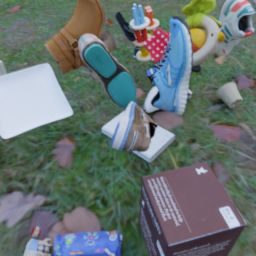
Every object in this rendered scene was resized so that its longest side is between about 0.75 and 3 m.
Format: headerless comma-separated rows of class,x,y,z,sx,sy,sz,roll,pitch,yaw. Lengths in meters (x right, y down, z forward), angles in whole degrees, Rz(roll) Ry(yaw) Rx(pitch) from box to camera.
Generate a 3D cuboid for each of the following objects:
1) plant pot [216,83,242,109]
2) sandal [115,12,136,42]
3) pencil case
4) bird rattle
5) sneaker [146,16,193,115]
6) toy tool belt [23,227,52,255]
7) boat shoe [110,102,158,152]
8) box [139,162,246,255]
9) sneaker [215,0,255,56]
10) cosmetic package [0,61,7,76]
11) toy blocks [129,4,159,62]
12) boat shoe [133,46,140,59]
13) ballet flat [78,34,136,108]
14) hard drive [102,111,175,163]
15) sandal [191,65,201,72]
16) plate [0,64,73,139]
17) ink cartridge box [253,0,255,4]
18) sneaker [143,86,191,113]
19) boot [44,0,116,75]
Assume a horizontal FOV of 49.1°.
plant pot,4.173,-1.250,11.368,0.872,0.872,0.798,-13,56,-13
sandal,-0.054,-3.638,10.130,0.256,1.195,0.454,-18,33,35
pencil case,-0.983,2.945,6.919,1.720,0.671,0.747,-3,12,-2
bird rattle,1.795,-2.797,8.675,2.512,1.415,2.048,-36,54,11
sneaker,1.019,-1.492,7.141,1.145,2.545,0.998,5,31,7
toy tool belt,-2.213,3.057,6.984,0.631,0.641,1.026,25,43,-20
boat shoe,0.195,0.055,6.573,0.859,0.858,2.374,22,21,0
box,1.325,2.249,6.656,1.712,2.086,1.730,-11,44,-11
sneaker,3.696,-3.291,9.785,0.868,2.464,1.152,-23,58,-12
cosmetic package,-6.231,-1.539,11.140,1.008,1.491,2.835,22,46,24
toy blocks,0.677,-4.064,11.098,0.800,2.203,1.836,9,55,21
boat shoe,0.708,-4.140,14.499,0.482,0.618,1.361,20,47,20
ballet flat,-0.477,-1.434,7.040,0.810,2.379,0.800,-35,50,0
hard drive,0.347,0.213,10.127,2.224,0.292,1.467,30,51,29
sandal,3.217,-3.391,13.866,0.663,0.398,1.765,-4,43,-5
plate,-2.721,-0.742,7.608,1.891,0.306,1.887,-22,69,-20
ink cartridge box,4.637,-4.126,9.333,0.537,1.080,0.212,-40,35,22
sneaker,1.612,-1.237,11.274,2.419,0.901,1.054,-32,57,-29
boot,-1.872,-3.409,9.682,2.319,2.998,1.105,-28,39,-6
